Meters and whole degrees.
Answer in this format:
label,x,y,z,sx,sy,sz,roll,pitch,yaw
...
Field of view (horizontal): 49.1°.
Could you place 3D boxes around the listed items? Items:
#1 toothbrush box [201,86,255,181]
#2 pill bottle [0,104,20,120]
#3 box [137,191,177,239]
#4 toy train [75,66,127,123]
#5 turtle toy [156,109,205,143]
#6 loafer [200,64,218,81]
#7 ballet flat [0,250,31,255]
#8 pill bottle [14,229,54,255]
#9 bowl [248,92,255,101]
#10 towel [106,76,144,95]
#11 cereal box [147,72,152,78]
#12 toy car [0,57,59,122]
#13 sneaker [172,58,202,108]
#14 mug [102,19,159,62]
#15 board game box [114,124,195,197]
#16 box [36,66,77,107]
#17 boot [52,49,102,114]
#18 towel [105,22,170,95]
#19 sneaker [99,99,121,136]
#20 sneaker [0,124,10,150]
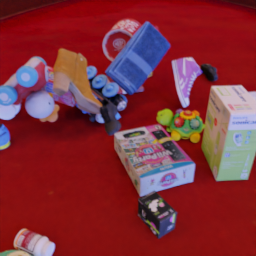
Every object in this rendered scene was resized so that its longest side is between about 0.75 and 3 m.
label,x,y,z,sx,sy,sz,roll,pitch,yaw
toothbrush box,3.072,0.154,8.513,1.028,2.387,1.738,-1,34,-3
pill bottle,-5.013,-1.072,11.714,0.962,0.962,1.715,-7,33,-11
box,0.710,2.156,7.023,0.550,0.658,0.885,-20,38,-28
toy train,-1.369,-1.311,11.583,1.707,1.295,2.988,-44,54,-6
turtle toy,1.958,-0.206,10.410,1.816,0.918,1.323,6,33,9
loafer,4.439,-3.024,14.989,0.666,0.644,1.897,-10,30,0
ballet flat,-1.897,2.982,5.536,2.548,0.897,0.858,19,37,27
pill bottle,-2.134,2.674,6.406,0.834,0.471,0.471,14,36,19
bowl,4.815,-0.481,10.898,2.319,0.865,2.315,-7,34,-12
towel,-0.850,-2.064,13.867,2.751,0.313,1.981,-12,37,-15
cereal box,0.531,-2.989,15.293,1.286,0.254,0.925,28,45,35
toy car,-3.150,-1.143,9.826,1.852,2.094,1.930,-38,23,11
sneaker,2.592,-1.963,11.860,1.182,2.073,0.751,-10,1,13
mug,-0.005,-4.252,13.121,1.855,2.468,2.781,43,24,-12
board game box,0.731,0.901,8.879,1.752,0.763,2.374,-12,35,-17
box,-2.641,-1.613,10.737,1.839,0.878,0.917,19,43,19
boot,-1.549,-1.603,9.768,0.828,2.354,1.685,-14,59,39
towel,0.429,-2.733,11.098,2.698,1.507,0.655,-53,18,-6
sneaker,-0.521,-0.284,7.145,0.444,0.531,1.169,-30,42,14
sneaker,-5.347,0.399,9.479,2.460,0.965,0.811,-13,37,-16
